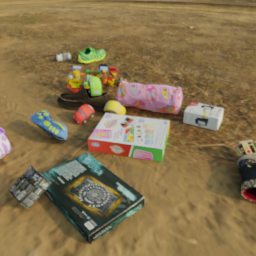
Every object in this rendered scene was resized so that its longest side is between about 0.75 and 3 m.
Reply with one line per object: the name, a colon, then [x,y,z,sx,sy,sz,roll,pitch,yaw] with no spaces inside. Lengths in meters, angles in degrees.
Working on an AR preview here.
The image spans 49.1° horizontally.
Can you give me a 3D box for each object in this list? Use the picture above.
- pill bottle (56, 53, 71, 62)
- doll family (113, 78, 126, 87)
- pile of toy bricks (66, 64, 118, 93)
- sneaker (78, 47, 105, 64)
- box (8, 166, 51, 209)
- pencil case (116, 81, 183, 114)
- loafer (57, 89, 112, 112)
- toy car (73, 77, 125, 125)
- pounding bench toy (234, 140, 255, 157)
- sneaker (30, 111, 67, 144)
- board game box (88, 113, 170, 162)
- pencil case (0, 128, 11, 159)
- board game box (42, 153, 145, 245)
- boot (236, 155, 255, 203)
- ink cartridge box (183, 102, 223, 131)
pill bottle: [-4.197,-4.572,18.187,0.828,0.468,0.468,-17,35,-24]
doll family: [-0.449,-2.191,13.688,0.977,0.565,0.384,13,48,-64]
pile of toy bricks: [-1.661,-2.253,13.910,2.575,1.429,1.271,-1,66,-21]
sneaker: [-2.289,-4.791,18.117,0.805,0.908,2.173,23,38,34]
box: [-2.681,1.609,7.647,0.726,0.382,0.887,26,68,38]
pencil case: [0.886,-1.344,12.102,2.830,1.237,1.237,9,33,20]
loafer: [-1.904,-1.365,12.479,2.606,0.930,0.951,5,31,7]
toy car: [-1.305,-1.291,11.722,2.233,0.498,2.102,-8,71,-15]
pounding bench toy: [4.017,0.762,9.186,0.758,0.471,0.592,-10,58,-8]
sneaker: [-2.943,-0.018,10.370,1.976,0.819,0.700,31,52,32]
board game box: [0.104,0.262,10.203,2.595,0.523,1.986,8,32,12]
pencil case: [-4.787,0.871,8.786,0.948,0.966,2.260,34,43,14]
board game box: [-1.119,1.774,7.873,1.852,0.386,2.738,-24,39,-34]
boot: [4.209,1.475,7.985,2.100,0.769,1.582,7,31,18]
ink cartridge box: [3.077,-0.502,11.414,1.380,0.571,1.006,15,35,23]
